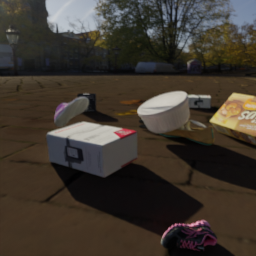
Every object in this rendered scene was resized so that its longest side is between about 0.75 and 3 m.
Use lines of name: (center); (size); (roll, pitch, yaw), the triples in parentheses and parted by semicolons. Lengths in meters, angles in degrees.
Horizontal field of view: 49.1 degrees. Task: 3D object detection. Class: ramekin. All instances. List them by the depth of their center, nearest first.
ramekin: (1.156, -0.458, 8.698); (1.618, 0.753, 1.618); (-19, 20, 7)

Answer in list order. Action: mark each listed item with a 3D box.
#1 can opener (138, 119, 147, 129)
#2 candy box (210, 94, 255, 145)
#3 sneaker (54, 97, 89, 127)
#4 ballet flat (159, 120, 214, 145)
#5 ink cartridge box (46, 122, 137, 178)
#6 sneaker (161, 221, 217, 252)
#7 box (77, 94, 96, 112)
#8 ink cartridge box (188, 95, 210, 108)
can opener: (1.173, -0.145, 10.200); (1.594, 0.626, 0.505); (-5, 54, -10)
candy box: (3.784, -0.272, 8.624); (0.638, 1.333, 2.309); (43, -5, -26)
sneaker: (-2.143, -0.802, 10.326); (1.553, 0.563, 0.885); (-33, 40, 14)
ballet flat: (1.815, 0.036, 8.850); (2.018, 0.636, 0.693); (12, 18, 42)
ink cartridge box: (-0.875, 0.446, 6.788); (1.813, 0.756, 1.317); (9, 19, 35)
sneaker: (0.829, 1.481, 3.709); (0.789, 0.312, 0.376); (-6, 26, -20)
box: (-2.008, -1.228, 13.627); (0.854, 0.840, 0.530); (0, 14, 0)
ink cartridge box: (3.679, -1.403, 14.911); (1.375, 0.571, 1.008); (3, 14, 14)
